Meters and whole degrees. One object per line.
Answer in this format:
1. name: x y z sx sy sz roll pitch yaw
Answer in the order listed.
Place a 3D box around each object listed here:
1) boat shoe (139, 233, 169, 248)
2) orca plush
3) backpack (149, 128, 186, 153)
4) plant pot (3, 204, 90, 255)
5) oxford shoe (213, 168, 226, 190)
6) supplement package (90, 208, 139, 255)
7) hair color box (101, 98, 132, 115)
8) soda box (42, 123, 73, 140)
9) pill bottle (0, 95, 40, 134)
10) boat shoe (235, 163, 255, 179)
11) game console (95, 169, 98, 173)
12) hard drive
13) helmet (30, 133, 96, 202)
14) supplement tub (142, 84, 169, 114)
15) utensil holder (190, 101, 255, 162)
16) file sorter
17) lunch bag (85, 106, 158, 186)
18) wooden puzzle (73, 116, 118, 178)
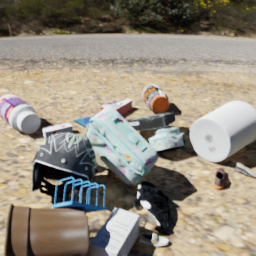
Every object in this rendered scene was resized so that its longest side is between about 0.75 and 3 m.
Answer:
1. boat shoe: 0.661 2.889 7.218 0.777 0.266 0.290 1 25 3
2. orca plush: 0.724 2.125 8.254 1.110 0.750 2.110 0 25 -1
3. backpack: 1.482 0.503 11.152 1.297 0.994 1.140 -17 3 -27
4. plant pot: -1.814 2.573 6.410 1.721 1.738 1.738 0 25 -16
5. oxford shoe: 3.190 1.641 9.642 0.417 0.425 1.173 9 25 18
6. supplement package: -0.302 2.749 6.953 0.711 0.739 1.299 13 28 22
7. hair color box: -0.615 -1.113 15.301 0.960 0.554 1.732 13 27 27
8. soda box: -3.208 0.149 12.806 1.288 0.410 0.439 -14 28 -27
9. pill bottle: -5.163 -0.620 13.239 1.314 1.314 2.359 -23 38 -39
10. boat shoe: 4.210 1.579 9.999 0.798 0.250 0.290 35 27 22
11. game console: -1.290 0.937 10.882 1.860 1.636 1.083 -16 -14 -29
12. hard drive: 0.964 -0.263 12.303 1.870 0.506 2.676 -7 5 18
13. helmet: -1.918 1.111 8.545 2.070 1.974 2.070 18 20 -7
14. supplement tub: 1.515 -1.589 15.485 1.207 1.207 1.970 -5 25 -10
15. utensil holder: 3.843 0.116 11.156 2.261 1.922 1.922 -22 33 -36
16. file sorter: -1.206 1.733 7.123 0.770 0.680 1.109 -20 -33 38
17. lunch bag: -0.316 0.600 9.071 2.529 2.028 0.975 43 62 8
18. wooden puzzle: -0.771 0.674 10.326 1.857 0.322 2.753 -21 71 -26
